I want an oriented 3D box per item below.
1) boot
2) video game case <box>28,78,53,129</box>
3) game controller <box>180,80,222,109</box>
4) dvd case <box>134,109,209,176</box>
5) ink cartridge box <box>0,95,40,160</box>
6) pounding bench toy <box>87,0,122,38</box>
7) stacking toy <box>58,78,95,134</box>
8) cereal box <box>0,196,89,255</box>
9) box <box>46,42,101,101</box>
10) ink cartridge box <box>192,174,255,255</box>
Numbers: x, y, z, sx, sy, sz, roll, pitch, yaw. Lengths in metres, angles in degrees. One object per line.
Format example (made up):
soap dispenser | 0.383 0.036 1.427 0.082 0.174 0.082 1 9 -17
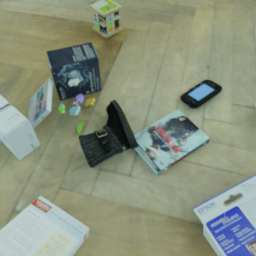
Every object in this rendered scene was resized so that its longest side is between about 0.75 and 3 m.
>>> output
boot | -0.984 0.130 11.090 2.079 1.046 2.781 -23 43 -2
video game case | -3.696 -0.965 11.735 0.215 1.652 1.815 26 42 -37
game controller | 3.320 -1.568 12.750 1.995 0.420 1.041 -33 60 -23
dvd case | 1.637 0.487 11.277 2.682 0.295 1.958 -29 58 -18
ink cartridge box | -4.732 -0.169 10.832 2.450 1.788 1.030 36 62 24
pounding bench toy | -1.413 -6.150 15.479 1.241 1.559 1.998 -36 61 -24
stacking toy | -2.082 -0.943 11.591 0.450 1.443 1.913 -8 50 27
cereal box | -2.859 3.582 8.265 2.117 0.582 2.943 28 39 19
box | -2.338 -2.470 12.435 2.031 1.997 1.192 -15 56 -11
ink cartridge box | 3.983 3.285 8.988 2.830 0.673 2.864 -23 55 -14
